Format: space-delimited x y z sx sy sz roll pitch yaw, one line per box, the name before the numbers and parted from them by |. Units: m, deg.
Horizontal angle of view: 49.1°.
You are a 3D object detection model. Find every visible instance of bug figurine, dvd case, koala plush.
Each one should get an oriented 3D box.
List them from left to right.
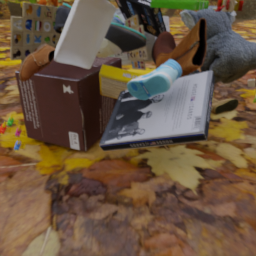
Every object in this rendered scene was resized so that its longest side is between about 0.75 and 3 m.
bug figurine | -2.581 0.107 6.259 0.214 0.832 0.645 -10 44 13
dvd case | 0.624 -0.354 6.139 2.381 0.294 1.789 -8 45 32
koala plush | 2.961 -2.895 9.344 2.338 2.636 2.423 -16 -6 -19

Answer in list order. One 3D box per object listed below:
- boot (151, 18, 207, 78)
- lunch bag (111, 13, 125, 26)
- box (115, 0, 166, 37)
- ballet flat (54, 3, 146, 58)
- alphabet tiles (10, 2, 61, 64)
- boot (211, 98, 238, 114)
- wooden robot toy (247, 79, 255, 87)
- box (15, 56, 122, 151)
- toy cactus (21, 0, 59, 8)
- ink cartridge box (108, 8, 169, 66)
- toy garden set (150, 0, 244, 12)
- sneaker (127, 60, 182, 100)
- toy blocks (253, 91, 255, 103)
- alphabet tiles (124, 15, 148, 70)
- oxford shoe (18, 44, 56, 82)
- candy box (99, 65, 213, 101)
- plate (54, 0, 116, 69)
boot | 1.482 -2.469 8.634 0.946 2.600 2.762 17 -19 -9
lunch bag | -1.314 -4.049 11.203 1.809 1.538 1.153 -45 16 1
box | 0.433 -4.105 10.007 1.748 0.437 1.761 32 -4 23
ballet flat | -0.914 -2.573 7.936 2.949 1.077 1.077 27 35 17
alphabet tiles | -2.849 -2.917 9.200 0.079 2.081 2.500 20 24 21
boot | 3.673 -1.173 12.001 1.386 0.523 1.582 -12 29 -23
wooden robot toy | 3.128 -1.159 6.214 0.919 0.417 0.405 4 27 45
box | -1.786 -1.057 9.557 2.331 2.355 2.838 12 29 21
toy cactus | -3.119 -3.544 10.154 1.369 2.678 2.209 8 50 21
ink cartridge box | 0.370 -4.018 12.218 2.756 2.419 1.155 5 14 41
toy garden set | 1.966 -3.426 7.456 2.107 0.504 2.527 12 27 17
sneaker | 0.605 -1.036 5.953 1.292 0.514 0.843 -1 36 51
toy blocks | 3.808 -0.900 7.445 0.662 0.484 0.968 32 64 2
alphabet tiles | 0.241 -3.129 10.498 0.072 1.895 2.277 -13 16 -14
oxford shoe | -2.291 -1.663 7.171 0.467 0.467 1.310 22 62 18
candy box | 0.673 -0.959 7.835 2.976 0.393 1.521 14 -16 -2
plate | -1.017 -2.271 6.544 0.276 1.711 1.707 30 14 14
